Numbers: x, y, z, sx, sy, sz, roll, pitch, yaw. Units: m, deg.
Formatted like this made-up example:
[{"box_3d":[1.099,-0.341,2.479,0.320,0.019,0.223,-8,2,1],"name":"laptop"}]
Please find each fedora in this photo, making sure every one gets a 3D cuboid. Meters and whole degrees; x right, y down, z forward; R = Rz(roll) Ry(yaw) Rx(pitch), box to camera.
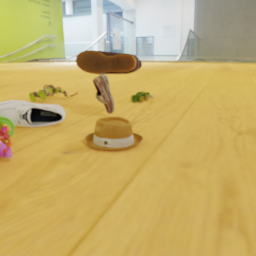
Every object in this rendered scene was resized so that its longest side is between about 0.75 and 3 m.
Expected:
[{"box_3d":[-0.442,0.096,8.415,1.782,0.727,1.782,-1,17,0],"name":"fedora"}]

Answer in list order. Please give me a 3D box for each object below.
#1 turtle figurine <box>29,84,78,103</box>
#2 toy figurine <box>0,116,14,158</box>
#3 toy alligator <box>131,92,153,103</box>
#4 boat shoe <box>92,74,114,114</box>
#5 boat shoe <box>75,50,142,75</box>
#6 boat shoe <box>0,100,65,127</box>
[{"box_3d":[-4.076,-1.876,14.728,2.478,0.798,1.998,6,18,18],"name":"turtle figurine"},{"box_3d":[-3.658,0.379,7.106,2.163,1.624,1.991,17,14,-46],"name":"toy figurine"},{"box_3d":[0.766,-1.697,14.701,0.652,0.473,1.968,11,20,30],"name":"toy alligator"},{"box_3d":[-1.000,-1.274,10.993,0.601,1.673,0.634,-26,30,-20],"name":"boat shoe"},{"box_3d":[-0.765,-2.545,11.105,2.636,0.928,0.927,11,14,20],"name":"boat shoe"},{"box_3d":[-3.561,-0.486,9.928,2.607,0.959,0.852,-5,14,-13],"name":"boat shoe"}]
